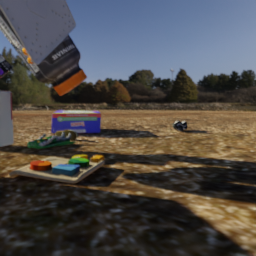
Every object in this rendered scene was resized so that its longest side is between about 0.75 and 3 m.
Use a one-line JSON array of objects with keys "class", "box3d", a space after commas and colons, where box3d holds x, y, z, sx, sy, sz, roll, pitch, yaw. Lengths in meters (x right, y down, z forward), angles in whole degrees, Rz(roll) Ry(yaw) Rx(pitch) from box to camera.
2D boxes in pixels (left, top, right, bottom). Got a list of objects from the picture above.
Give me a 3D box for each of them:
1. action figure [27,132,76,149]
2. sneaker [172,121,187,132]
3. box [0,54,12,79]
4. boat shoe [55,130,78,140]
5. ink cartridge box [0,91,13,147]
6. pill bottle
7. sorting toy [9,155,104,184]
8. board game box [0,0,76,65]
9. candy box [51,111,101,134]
[{"class": "action figure", "box3d": [-2.981, 0.486, 10.540, 1.099, 0.509, 1.861, 7, 12, 32]}, {"class": "sneaker", "box3d": [2.816, -0.054, 15.868, 0.649, 0.598, 1.623, -8, -5, 31]}, {"class": "box", "box3d": [-5.409, -2.209, 10.909, 1.485, 0.908, 0.788, -22, 25, 34]}, {"class": "boat shoe", "box3d": [-2.657, 0.285, 12.413, 1.327, 0.474, 0.436, -1, 9, 35]}, {"class": "ink cartridge box", "box3d": [-5.964, -0.379, 10.751, 2.874, 2.087, 1.198, 2, 6, 22]}, {"class": "pill bottle", "box3d": [-2.297, -2.265, 7.750, 1.463, 2.755, 1.463, -31, 17, 11]}, {"class": "sorting toy", "box3d": [-1.544, 0.885, 7.107, 1.766, 0.317, 2.371, 1, 6, 14]}, {"class": "board game box", "box3d": [-1.807, -2.370, 5.330, 0.225, 1.737, 1.737, -3, 41, 27]}, {"class": "candy box", "box3d": [-2.811, -0.374, 15.579, 2.508, 1.142, 2.966, 0, 7, -8]}]
